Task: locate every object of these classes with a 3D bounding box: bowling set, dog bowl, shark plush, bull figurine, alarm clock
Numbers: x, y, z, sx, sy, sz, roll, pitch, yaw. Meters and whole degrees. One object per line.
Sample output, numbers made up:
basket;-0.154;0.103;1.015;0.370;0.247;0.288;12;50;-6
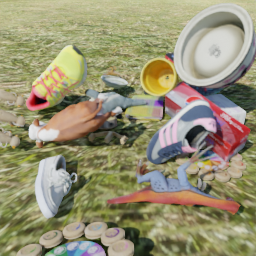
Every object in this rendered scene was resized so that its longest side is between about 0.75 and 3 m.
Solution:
bowling set;-3.235;-0.091;7.385;0.859;1.113;1.600;20;57;-24
dog bowl;2.272;-1.988;7.217;0.799;2.168;2.168;17;14;-43
shark plush;-0.503;-0.560;8.708;2.130;0.968;0.887;-4;53;-31
bull figurine;-1.360;-0.174;6.949;2.476;0.806;1.503;-10;18;41
alarm clock;-0.596;-0.133;7.842;0.645;0.318;0.956;-11;17;-32

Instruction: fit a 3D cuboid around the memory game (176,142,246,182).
memory game;1.947;0.737;6.683;1.665;0.106;1.665;2;27;-1

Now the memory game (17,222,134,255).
memory game;-0.881;1.943;4.086;1.993;0.127;1.993;-9;12;2

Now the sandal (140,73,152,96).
sandal;0.693;-1.560;10.024;0.368;0.978;0.234;-12;-7;3

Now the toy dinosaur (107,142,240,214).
toy dinosaur;0.944;1.264;5.096;2.020;1.061;1.833;-47;35;-8

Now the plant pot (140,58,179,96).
plant pot;1.050;-1.503;8.428;1.081;1.081;1.017;14;13;23

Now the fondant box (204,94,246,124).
fondant box;2.317;-0.426;8.334;1.795;0.523;1.295;-8;32;-15

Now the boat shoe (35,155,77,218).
boat shoe;-1.397;1.072;5.672;0.704;0.610;1.652;-24;27;-1

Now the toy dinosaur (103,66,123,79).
toy dinosaur;-0.559;-2.209;11.174;0.894;0.475;0.270;8;29;20

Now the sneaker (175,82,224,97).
sneaker;2.292;-1.349;9.025;2.078;0.824;0.993;-23;-4;-16

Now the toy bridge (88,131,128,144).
toy bridge;-0.490;0.232;7.254;1.042;0.142;0.350;4;35;23

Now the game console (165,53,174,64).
game console;3.146;-2.877;12.552;2.441;0.428;2.760;-7;32;-11

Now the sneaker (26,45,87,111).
sneaker;-2.158;-1.289;8.205;1.036;2.651;1.197;46;39;0

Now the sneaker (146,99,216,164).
sneaker;1.064;0.311;5.991;0.696;1.983;0.813;16;41;-26

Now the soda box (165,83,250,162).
soda box;1.881;-0.198;6.981;0.680;0.750;2.144;-35;56;-19

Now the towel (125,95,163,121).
towel;0.563;-0.674;9.098;1.147;0.182;1.597;4;30;8

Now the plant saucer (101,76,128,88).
plant saucer;-0.504;-1.605;9.956;0.970;0.243;0.970;12;23;-5
